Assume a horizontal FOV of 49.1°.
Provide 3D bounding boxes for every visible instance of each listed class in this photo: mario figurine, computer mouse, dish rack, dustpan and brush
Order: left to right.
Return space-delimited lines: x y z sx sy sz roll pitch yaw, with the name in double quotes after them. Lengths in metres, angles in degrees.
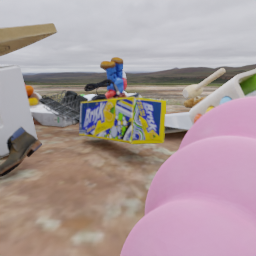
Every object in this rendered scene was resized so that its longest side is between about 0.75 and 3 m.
-1.420 -0.460 7.361 1.448 0.515 1.888 25 19 8 "dish rack"
-0.561 -0.663 7.132 0.808 1.151 0.265 -21 -10 -9 "computer mouse"
-0.575 -1.345 9.467 1.198 1.941 1.029 -10 29 -10 "mario figurine"
1.491 -0.057 6.613 2.142 0.613 1.495 -6 0 8 "dustpan and brush"

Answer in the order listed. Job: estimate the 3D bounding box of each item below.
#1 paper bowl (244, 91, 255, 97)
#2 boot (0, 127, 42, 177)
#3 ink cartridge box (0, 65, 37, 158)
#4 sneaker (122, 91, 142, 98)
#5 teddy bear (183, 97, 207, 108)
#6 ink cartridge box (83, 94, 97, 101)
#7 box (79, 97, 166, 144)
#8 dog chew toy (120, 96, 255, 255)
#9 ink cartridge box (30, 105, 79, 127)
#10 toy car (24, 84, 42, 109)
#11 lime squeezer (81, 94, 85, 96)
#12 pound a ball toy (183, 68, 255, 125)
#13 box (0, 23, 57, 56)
5.381 -1.377 12.378 1.651 0.859 1.651 0 11 0 "paper bowl"
-1.703 0.335 4.122 0.336 0.435 0.898 -38 7 32 "boot"
-2.774 -0.398 5.285 2.044 1.508 0.875 9 26 36 "ink cartridge box"
0.073 -1.019 10.915 1.187 0.728 1.825 4 11 13 "sneaker"
2.977 -1.150 12.223 1.075 0.495 1.482 1 11 18 "teddy bear"
-1.759 -1.202 12.503 1.101 0.325 1.375 -16 18 -30 "ink cartridge box"
-0.218 -0.146 5.243 0.677 0.738 2.105 3 1 -32 "box"
0.688 0.534 1.751 1.249 1.249 2.005 8 22 35 "dog chew toy"
-2.332 -0.394 8.455 1.768 0.443 1.423 3 12 19 "ink cartridge box"
-3.708 -0.992 9.182 1.503 1.127 1.315 -11 8 23 "toy car"
-2.143 -1.477 14.137 0.808 0.431 2.288 0 10 -1 "lime squeezer"
1.521 -0.460 4.868 0.762 1.169 1.793 -20 -8 -18 "pound a ball toy"
-2.983 -1.445 5.225 2.193 0.285 2.683 -7 18 30 "box"
